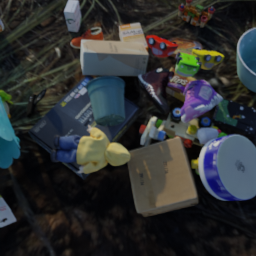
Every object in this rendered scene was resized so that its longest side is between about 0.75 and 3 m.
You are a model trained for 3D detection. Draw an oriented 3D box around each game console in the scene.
[{"bbox_3d":[-3.068,-0.869,9.342,0.155,1.282,0.756,22,55,-35],"label":"game console"}]

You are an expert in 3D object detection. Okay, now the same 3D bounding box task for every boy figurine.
[{"bbox_3d":[-1.011,0.610,7.872,2.202,0.709,1.369,3,74,6],"label":"boy figurine"}]

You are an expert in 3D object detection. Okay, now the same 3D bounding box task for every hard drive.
[{"bbox_3d":[3.660,-0.382,9.532,1.417,0.268,0.990,20,65,11],"label":"hard drive"}]

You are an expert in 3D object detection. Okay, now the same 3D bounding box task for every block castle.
[{"bbox_3d":[2.809,-4.847,11.624,1.311,0.615,0.876,34,68,16],"label":"block castle"}]

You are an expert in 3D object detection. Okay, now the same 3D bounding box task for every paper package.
[{"bbox_3d":[0.951,1.420,8.069,1.766,0.958,1.852,-17,64,9],"label":"paper package"}]

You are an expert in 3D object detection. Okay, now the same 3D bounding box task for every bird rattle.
[{"bbox_3d":[-4.612,-0.680,9.442,1.446,0.815,1.179,-21,88,-13],"label":"bird rattle"}]

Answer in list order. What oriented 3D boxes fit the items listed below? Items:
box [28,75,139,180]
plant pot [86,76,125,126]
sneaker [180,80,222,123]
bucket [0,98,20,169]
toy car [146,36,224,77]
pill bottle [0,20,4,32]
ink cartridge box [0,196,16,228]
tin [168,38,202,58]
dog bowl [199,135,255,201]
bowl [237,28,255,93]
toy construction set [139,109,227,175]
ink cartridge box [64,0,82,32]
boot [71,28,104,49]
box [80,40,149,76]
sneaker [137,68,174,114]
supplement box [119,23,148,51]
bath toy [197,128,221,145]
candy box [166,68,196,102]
[{"bbox_3d":[-1.378,-0.126,9.153,2.272,0.735,2.881,35,69,15],"label":"box"},{"bbox_3d":[-0.610,-0.746,8.450,1.209,1.209,1.184,-8,69,-4],"label":"plant pot"},{"bbox_3d":[2.076,-0.914,8.593,2.398,0.964,1.060,-29,90,-55],"label":"sneaker"},{"bbox_3d":[-4.651,0.150,7.661,2.962,2.962,1.927,-19,66,-9],"label":"bucket"},{"bbox_3d":[1.808,-2.183,9.037,2.774,0.619,2.611,14,30,0],"label":"toy car"},{"bbox_3d":[-5.897,-3.675,10.763,1.096,1.096,1.955,33,68,15],"label":"pill bottle"},{"bbox_3d":[-3.946,2.182,7.716,0.543,0.937,1.609,-45,76,10],"label":"ink cartridge box"},{"bbox_3d":[2.106,-3.017,10.761,1.446,0.303,0.810,17,62,18],"label":"tin"},{"bbox_3d":[2.723,1.051,7.381,1.689,0.665,1.689,7,75,-26],"label":"dog bowl"},{"bbox_3d":[4.921,-2.180,9.864,2.556,1.337,2.556,0,64,0],"label":"bowl"},{"bbox_3d":[1.779,0.434,8.638,2.945,1.357,1.931,25,66,0],"label":"toy construction set"},{"bbox_3d":[-2.199,-4.486,11.225,0.419,0.994,0.726,9,63,5],"label":"ink cartridge box"},{"bbox_3d":[-1.623,-3.531,10.912,1.336,0.717,0.501,-15,66,-6],"label":"boot"},{"bbox_3d":[-0.520,-2.453,9.890,2.239,0.870,1.063,-2,42,-15],"label":"box"},{"bbox_3d":[1.155,-1.400,9.312,1.141,0.747,1.975,-31,51,3],"label":"sneaker"},{"bbox_3d":[0.191,-3.393,10.942,0.861,0.502,1.366,-12,63,-6],"label":"supplement box"},{"bbox_3d":[2.483,0.772,7.715,0.658,0.775,1.781,-17,65,2],"label":"bath toy"},{"bbox_3d":[1.929,-1.458,9.955,1.450,0.409,0.846,33,71,19],"label":"candy box"}]
